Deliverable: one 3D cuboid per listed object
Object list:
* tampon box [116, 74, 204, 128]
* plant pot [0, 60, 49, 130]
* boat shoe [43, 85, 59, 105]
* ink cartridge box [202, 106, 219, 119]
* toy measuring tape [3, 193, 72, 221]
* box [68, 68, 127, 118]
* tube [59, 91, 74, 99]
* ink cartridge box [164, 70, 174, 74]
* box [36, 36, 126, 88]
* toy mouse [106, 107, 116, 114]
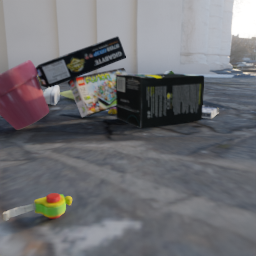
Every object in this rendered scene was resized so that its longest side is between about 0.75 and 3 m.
[{"bbox_3d":[0.936,-0.938,8.580,2.193,1.384,1.643,-7,15,-27],"label":"tampon box"},{"bbox_3d":[-2.890,-0.802,7.374,1.576,1.411,1.576,-24,21,9],"label":"plant pot"},{"bbox_3d":[-3.454,-1.492,12.413,0.685,0.771,2.096,2,12,-9],"label":"boat shoe"},{"bbox_3d":[2.437,-0.571,9.575,1.101,0.239,1.091,7,17,29],"label":"ink cartridge box"},{"bbox_3d":[-0.970,0.915,3.130,0.766,0.282,0.282,-9,16,-35],"label":"toy measuring tape"},{"bbox_3d":[-0.821,-1.269,9.650,2.308,1.270,0.401,-23,1,-42],"label":"box"},{"bbox_3d":[-2.388,-1.563,13.366,2.310,0.670,0.600,10,54,47],"label":"tube"},{"bbox_3d":[1.413,-1.753,11.816,1.253,0.716,2.414,-39,7,9],"label":"ink cartridge box"},{"bbox_3d":[-1.682,-2.018,8.879,2.359,0.683,2.968,-25,16,-16],"label":"box"},{"bbox_3d":[-0.373,-0.646,10.051,0.812,0.177,0.913,-12,17,-41],"label":"toy mouse"}]
